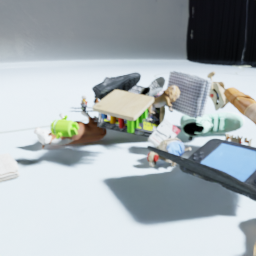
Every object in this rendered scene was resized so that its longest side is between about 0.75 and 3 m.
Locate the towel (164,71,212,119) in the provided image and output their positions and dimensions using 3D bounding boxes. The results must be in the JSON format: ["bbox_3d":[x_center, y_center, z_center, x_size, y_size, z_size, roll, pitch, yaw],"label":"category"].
[{"bbox_3d":[2.307,-1.394,11.426,0.826,1.599,1.931,-10,26,-38],"label":"towel"}]

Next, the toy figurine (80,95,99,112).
[{"bbox_3d":[-2.206,-1.446,16.287,1.184,0.824,1.166,-1,18,-3],"label":"toy figurine"}]

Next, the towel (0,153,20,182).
[{"bbox_3d":[-4.245,1.277,8.973,1.188,0.309,1.793,-12,22,-33],"label":"towel"}]

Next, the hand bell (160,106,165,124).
[{"bbox_3d":[0.203,-0.826,12.351,2.576,1.341,1.341,14,13,-22],"label":"hand bell"}]

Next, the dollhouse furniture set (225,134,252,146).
[{"bbox_3d":[4.269,0.586,11.025,0.947,0.488,0.937,13,11,34],"label":"dollhouse furniture set"}]

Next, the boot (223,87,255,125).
[{"bbox_3d":[4.430,-0.748,10.188,1.675,0.798,2.165,49,17,31],"label":"boot"}]

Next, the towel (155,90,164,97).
[{"bbox_3d":[1.273,-1.351,11.162,1.281,0.192,0.937,-8,1,-39],"label":"towel"}]

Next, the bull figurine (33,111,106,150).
[{"bbox_3d":[-2.323,0.092,11.333,2.812,0.916,1.707,-1,36,-15],"label":"bull figurine"}]

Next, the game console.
[{"bbox_3d":[2.419,0.705,7.588,2.488,1.647,2.829,-36,26,-22],"label":"game console"}]

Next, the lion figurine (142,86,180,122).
[{"bbox_3d":[1.149,-0.930,10.317,1.629,0.590,0.998,-19,55,15],"label":"lion figurine"}]

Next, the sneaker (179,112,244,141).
[{"bbox_3d":[3.550,-0.021,11.797,2.735,1.007,1.613,-1,18,12],"label":"sneaker"}]

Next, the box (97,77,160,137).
[{"bbox_3d":[0.093,-0.807,11.451,2.541,2.036,0.563,11,-22,-21],"label":"box"}]

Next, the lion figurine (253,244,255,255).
[{"bbox_3d":[3.235,2.153,5.730,1.570,0.929,2.564,-6,1,14],"label":"lion figurine"}]

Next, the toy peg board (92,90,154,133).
[{"bbox_3d":[-0.134,-0.530,9.388,1.522,0.747,1.528,14,35,25],"label":"toy peg board"}]

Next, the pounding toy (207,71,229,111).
[{"bbox_3d":[3.728,-1.575,12.531,0.974,1.698,0.971,-18,-3,-33],"label":"pounding toy"}]

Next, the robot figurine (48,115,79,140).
[{"bbox_3d":[-2.098,0.004,9.061,0.939,0.543,0.824,4,59,11],"label":"robot figurine"}]

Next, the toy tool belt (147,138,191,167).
[{"bbox_3d":[1.403,0.848,9.382,0.887,0.901,1.443,6,18,43],"label":"toy tool belt"}]

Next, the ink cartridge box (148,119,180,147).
[{"bbox_3d":[1.308,0.275,10.320,0.712,0.987,0.413,40,-10,5],"label":"ink cartridge box"}]

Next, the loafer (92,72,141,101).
[{"bbox_3d":[-0.420,-1.726,10.790,2.086,0.708,0.732,-28,59,-25],"label":"loafer"}]

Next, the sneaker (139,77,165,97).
[{"bbox_3d":[0.849,-1.391,9.954,1.326,0.497,0.766,-44,-7,-4],"label":"sneaker"}]
